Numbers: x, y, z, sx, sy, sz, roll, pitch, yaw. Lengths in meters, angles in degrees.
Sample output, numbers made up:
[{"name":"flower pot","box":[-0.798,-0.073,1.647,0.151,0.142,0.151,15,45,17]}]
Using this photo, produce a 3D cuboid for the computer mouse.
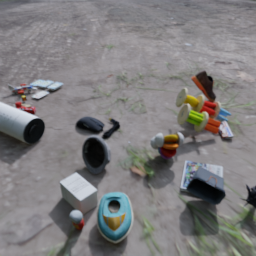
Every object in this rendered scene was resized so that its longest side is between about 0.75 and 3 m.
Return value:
[{"name":"computer mouse","box":[-1.151,-0.238,10.981,1.702,0.392,1.195,22,40,29]}]

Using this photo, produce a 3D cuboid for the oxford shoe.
[{"name":"oxford shoe","box":[3.500,-1.777,12.173,0.720,1.986,0.707,-39,51,17]}]

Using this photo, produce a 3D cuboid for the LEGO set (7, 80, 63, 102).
[{"name":"LEGO set","box":[-4.555,-1.969,13.560,1.711,0.562,2.290,14,35,27]}]

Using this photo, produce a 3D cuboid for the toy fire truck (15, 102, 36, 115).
[{"name":"toy fire truck","box":[-4.421,-0.840,12.047,1.019,0.248,0.719,2,32,1]}]

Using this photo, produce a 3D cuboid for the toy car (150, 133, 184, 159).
[{"name":"toy car","box":[1.272,0.609,9.077,0.934,1.067,0.800,-3,76,-13]}]

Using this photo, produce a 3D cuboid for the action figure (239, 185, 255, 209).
[{"name":"action figure","box":[3.663,1.814,7.365,1.437,0.733,0.854,-19,54,7]}]

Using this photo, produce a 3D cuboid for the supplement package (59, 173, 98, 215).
[{"name":"supplement package","box":[-1.341,1.791,7.655,0.575,0.582,0.960,-27,42,-36]}]

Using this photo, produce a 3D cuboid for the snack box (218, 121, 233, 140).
[{"name":"snack box","box":[3.668,0.087,10.668,0.370,0.125,1.030,-8,33,7]}]

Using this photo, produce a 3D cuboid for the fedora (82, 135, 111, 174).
[{"name":"fedora","box":[-0.922,0.823,8.879,0.549,1.076,1.217,3,47,-54]}]

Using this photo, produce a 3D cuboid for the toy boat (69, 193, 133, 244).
[{"name":"toy boat","box":[-0.636,2.178,6.823,1.523,0.708,1.280,-8,50,-3]}]

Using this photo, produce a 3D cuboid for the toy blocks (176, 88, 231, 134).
[{"name":"toy blocks","box":[3.004,-0.466,10.705,2.234,0.811,1.862,20,40,-13]}]

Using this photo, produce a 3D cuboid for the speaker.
[{"name":"speaker","box":[-4.324,-0.242,10.412,2.514,1.021,1.021,19,37,26]}]

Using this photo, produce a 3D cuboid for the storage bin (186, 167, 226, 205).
[{"name":"storage bin","box":[2.160,1.490,7.608,0.961,0.699,0.645,26,39,5]}]

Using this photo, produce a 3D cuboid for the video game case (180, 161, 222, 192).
[{"name":"video game case","box":[2.237,1.525,8.459,1.163,0.147,1.276,8,35,15]}]
